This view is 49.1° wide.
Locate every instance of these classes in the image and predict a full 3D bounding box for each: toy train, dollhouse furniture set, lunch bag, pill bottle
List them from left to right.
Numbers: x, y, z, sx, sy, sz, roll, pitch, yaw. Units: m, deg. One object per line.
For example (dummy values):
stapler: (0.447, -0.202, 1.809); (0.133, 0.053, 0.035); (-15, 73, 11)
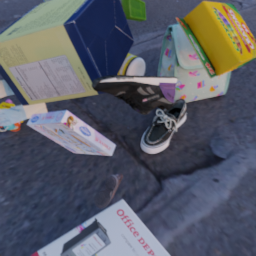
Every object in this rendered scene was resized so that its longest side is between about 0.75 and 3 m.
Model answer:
toy train: (-4.594, -0.266, 9.870); (1.563, 0.579, 2.081); (-32, 49, -28)
dollhouse furniture set: (-0.820, -3.850, 9.912); (2.801, 1.400, 1.081); (3, 12, 33)
pill bottle: (-0.501, -2.658, 11.882); (2.253, 1.262, 1.262); (27, 49, 26)
lunch bag: (2.545, -2.556, 10.517); (2.529, 2.968, 1.810); (-11, 44, -13)

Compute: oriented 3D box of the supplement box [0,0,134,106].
supplement box: (-1.597, -2.148, 7.215); (2.620, 1.761, 2.623); (-5, 40, 24)

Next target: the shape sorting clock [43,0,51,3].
shape sorting clock: (-2.108, -3.908, 9.883); (0.522, 2.660, 2.660); (-36, 54, -25)

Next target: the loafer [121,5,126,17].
loafer: (-0.819, -4.003, 8.841); (0.844, 0.825, 2.312); (-30, 44, -20)

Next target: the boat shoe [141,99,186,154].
boat shoe: (1.281, -0.147, 9.476); (0.929, 0.860, 2.517); (30, 51, 28)

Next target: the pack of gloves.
pack of gloves: (-3.267, -0.816, 8.037); (1.543, 1.296, 0.304); (-20, 17, -21)

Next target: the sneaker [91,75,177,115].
sneaker: (0.172, -0.597, 5.233); (1.712, 0.750, 0.648); (-3, 11, -24)

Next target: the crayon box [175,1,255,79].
crayon box: (2.635, -2.481, 7.736); (2.886, 0.733, 1.832); (-27, 86, -48)

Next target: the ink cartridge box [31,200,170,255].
ink cartridge box: (-0.662, 3.114, 5.741); (2.791, 1.195, 2.060); (-28, 49, -24)

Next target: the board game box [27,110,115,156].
board game box: (-0.983, 0.118, 4.828); (1.131, 1.134, 0.233); (-1, 59, 45)

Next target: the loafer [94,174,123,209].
loafer: (-0.363, 1.243, 5.516); (0.326, 0.906, 0.285); (43, 33, 21)
